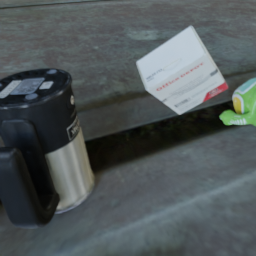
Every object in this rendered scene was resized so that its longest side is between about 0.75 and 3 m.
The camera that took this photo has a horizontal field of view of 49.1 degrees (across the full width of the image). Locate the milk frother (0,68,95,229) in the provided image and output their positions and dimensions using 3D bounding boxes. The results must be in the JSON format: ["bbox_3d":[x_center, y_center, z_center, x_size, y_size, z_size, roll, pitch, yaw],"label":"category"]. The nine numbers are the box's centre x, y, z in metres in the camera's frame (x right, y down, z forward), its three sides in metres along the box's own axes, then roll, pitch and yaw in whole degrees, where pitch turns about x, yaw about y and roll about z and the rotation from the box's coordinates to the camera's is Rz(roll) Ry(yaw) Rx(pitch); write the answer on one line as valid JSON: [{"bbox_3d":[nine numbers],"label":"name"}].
[{"bbox_3d":[-2.414,0.433,5.715,2.809,2.642,2.535,8,35,22],"label":"milk frother"}]

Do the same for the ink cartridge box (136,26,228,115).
[{"bbox_3d":[1.648,-1.521,8.208,1.787,2.476,1.037,-30,64,21],"label":"ink cartridge box"}]

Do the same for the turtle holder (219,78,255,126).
[{"bbox_3d":[3.938,-0.680,8.654,1.516,1.996,1.417,31,3,-32],"label":"turtle holder"}]
